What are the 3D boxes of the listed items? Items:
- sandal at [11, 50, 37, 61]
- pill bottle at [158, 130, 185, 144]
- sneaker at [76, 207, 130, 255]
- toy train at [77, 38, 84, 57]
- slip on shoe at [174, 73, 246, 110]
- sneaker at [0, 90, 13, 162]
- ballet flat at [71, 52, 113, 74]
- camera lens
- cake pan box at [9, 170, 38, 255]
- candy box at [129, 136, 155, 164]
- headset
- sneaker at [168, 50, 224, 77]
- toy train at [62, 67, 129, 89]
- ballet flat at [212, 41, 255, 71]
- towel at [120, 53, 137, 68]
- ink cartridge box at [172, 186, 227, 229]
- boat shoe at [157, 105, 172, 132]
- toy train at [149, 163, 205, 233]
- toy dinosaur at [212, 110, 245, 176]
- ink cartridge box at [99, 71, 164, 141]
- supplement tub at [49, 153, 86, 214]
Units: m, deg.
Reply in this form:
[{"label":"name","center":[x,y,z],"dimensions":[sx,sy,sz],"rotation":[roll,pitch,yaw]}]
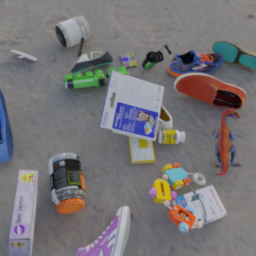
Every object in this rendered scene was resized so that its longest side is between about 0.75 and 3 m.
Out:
[{"label":"sandal","center":[-4.950,-3.343,13.159],"dimensions":[1.340,0.545,0.329],"rotation":[21,99,13]},{"label":"pill bottle","center":[1.637,0.341,10.569],"dimensions":[0.947,0.527,0.527],"rotation":[0,56,0]},{"label":"sneaker","center":[-0.782,3.399,8.328],"dimensions":[1.392,0.885,2.441],"rotation":[8,52,15]},{"label":"toy train","center":[-2.260,-3.835,13.320],"dimensions":[0.156,0.916,0.210],"rotation":[8,9,-41]},{"label":"slip on shoe","center":[3.324,-1.462,11.383],"dimensions":[2.959,1.096,0.905],"rotation":[17,36,5]},{"label":"sneaker","center":[-5.053,-0.074,10.328],"dimensions":[1.163,1.047,2.986],"rotation":[-14,72,-10]},{"label":"ballet flat","center":[-1.681,-3.007,12.578],"dimensions":[2.093,0.765,0.765],"rotation":[-21,58,-23]},{"label":"camera lens","center":[-2.678,-4.631,13.541],"dimensions":[1.454,1.163,1.163],"rotation":[-30,61,-20]},{"label":"cake pan box","center":[-2.929,2.628,7.934],"dimensions":[0.578,2.212,2.037],"rotation":[6,46,-15]},{"label":"candy box","center":[0.474,0.559,10.604],"dimensions":[0.859,0.222,1.681],"rotation":[-5,56,-1]},{"label":"headset","center":[1.257,-3.047,12.354],"dimensions":[0.934,1.512,0.711],"rotation":[-20,73,-47]},{"label":"sneaker","center":[3.090,-2.952,12.498],"dimensions":[2.581,1.012,0.972],"rotation":[-13,58,-9]},{"label":"toy train","center":[-1.369,-2.085,12.055],"dimensions":[2.905,0.606,0.819],"rotation":[-10,38,-6]},{"label":"ballet flat","center":[5.144,-3.350,13.021],"dimensions":[2.540,0.895,0.829],"rotation":[32,35,17]},{"label":"towel","center":[0.010,-3.184,13.202],"dimensions":[0.691,0.110,0.962],"rotation":[-8,57,-5]},{"label":"ink cartridge box","center":[2.264,2.573,9.010],"dimensions":[1.377,0.591,1.008],"rotation":[-17,61,-9]},{"label":"boat shoe","center":[0.962,-0.884,11.196],"dimensions":[0.867,0.854,2.447],"rotation":[-23,59,-15]},{"label":"toy train","center":[1.586,2.220,9.000],"dimensions":[1.805,0.668,2.403],"rotation":[29,39,7]},{"label":"toy dinosaur","center":[3.547,0.397,9.806],"dimensions":[1.147,1.983,2.185],"rotation":[-3,10,16]},{"label":"ink cartridge box","center":[0.134,-0.762,10.184],"dimensions":[2.147,0.505,2.122],"rotation":[14,78,-14]},{"label":"supplement tub","center":[-2.003,1.821,9.230],"dimensions":[1.091,1.091,1.780],"rotation":[-11,56,-7]}]
